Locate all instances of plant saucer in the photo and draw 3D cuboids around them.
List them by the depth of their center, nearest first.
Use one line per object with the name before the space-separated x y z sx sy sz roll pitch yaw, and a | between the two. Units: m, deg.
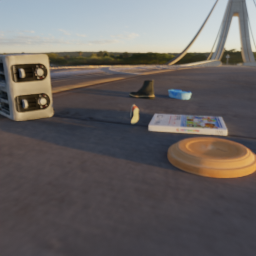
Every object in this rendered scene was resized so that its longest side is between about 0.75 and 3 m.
plant saucer | 2.148 0.658 7.253 2.227 0.359 2.227 0 17 0

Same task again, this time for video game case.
video game case | 2.171 -0.153 10.334 2.610 0.235 1.869 3 16 12

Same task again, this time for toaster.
toaster | -4.587 -1.867 11.960 1.723 2.626 2.904 -13 20 -39

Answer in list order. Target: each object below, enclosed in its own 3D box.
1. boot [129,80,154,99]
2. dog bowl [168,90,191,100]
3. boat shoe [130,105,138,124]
boot | 0.812 -2.288 16.296 1.585 1.096 0.614 7 17 25
dog bowl | 3.011 -1.957 16.444 0.861 0.383 1.544 -10 19 -31
boat shoe | 0.204 -0.467 10.069 0.276 0.774 0.242 -20 50 -24
